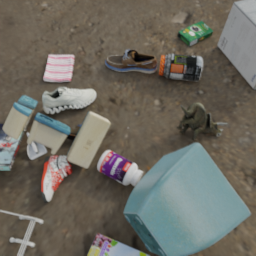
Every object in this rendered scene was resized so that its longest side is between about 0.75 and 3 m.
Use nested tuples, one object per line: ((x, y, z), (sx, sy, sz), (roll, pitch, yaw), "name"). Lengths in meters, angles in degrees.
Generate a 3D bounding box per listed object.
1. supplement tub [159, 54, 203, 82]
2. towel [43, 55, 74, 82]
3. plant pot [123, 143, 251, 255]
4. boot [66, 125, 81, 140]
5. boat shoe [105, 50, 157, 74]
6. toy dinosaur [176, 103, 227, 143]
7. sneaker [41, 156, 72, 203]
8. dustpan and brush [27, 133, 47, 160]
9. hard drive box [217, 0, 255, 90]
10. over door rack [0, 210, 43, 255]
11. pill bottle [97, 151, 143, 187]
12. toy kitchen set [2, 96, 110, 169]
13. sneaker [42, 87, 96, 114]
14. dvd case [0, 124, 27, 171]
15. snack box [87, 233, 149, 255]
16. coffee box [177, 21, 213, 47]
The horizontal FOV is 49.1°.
((1.943, -2.258, 10.449), (1.511, 0.926, 0.926), (7, 58, 5), "supplement tub")
((-2.693, -2.364, 10.939), (1.047, 0.214, 1.430), (1, 58, 0), "towel")
((1.124, 1.920, 6.776), (2.077, 2.033, 2.039), (-35, 87, -23), "plant pot")
((-1.742, 0.118, 9.247), (1.110, 0.415, 0.538), (19, 60, -5), "boot")
((0.117, -2.645, 10.799), (2.044, 0.740, 0.738), (4, 58, 3), "boat shoe")
((2.113, -0.309, 8.915), (1.169, 2.285, 0.879), (-54, 38, -5), "toy dinosaur")
((-2.109, 1.477, 8.355), (0.788, 0.491, 1.470), (-5, 55, 0), "sneaker")
((-3.029, 0.533, 8.944), (0.579, 0.237, 0.830), (-27, 76, -6), "dustpan and brush")
((4.651, -3.086, 10.324), (0.998, 2.025, 2.598), (-17, 60, -12), "hard drive box")
((-3.341, 2.856, 7.366), (1.837, 0.612, 1.357), (16, 59, -3), "over door rack")
((-0.233, 1.236, 8.371), (1.277, 0.718, 0.718), (25, 61, 15), "pill bottle")
((-2.220, -0.258, 8.901), (2.688, 2.153, 1.583), (26, 97, -18), "toy kitchen set")
((-2.024, -1.063, 9.701), (1.901, 0.770, 0.714), (-16, 43, -18), "sneaker")
((-4.120, 0.540, 8.726), (1.418, 0.214, 1.943), (2, 41, -3), "dvd case")
((-0.300, 3.637, 6.962), (1.650, 0.558, 1.391), (19, 59, 10), "snack box")
((2.862, -4.011, 11.926), (1.312, 0.289, 0.807), (-30, 63, -17), "coffee box")
